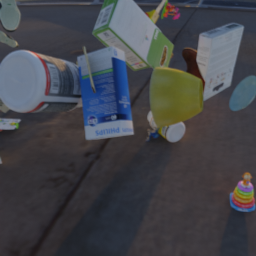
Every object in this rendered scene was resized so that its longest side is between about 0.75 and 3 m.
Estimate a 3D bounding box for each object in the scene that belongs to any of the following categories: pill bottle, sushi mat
[{"bbox_3d":[1.349,-0.143,10.347,0.812,0.812,1.486,-17,35,-25],"label":"pill bottle"},{"bbox_3d":[-0.982,-1.453,7.071,0.066,1.091,0.522,-13,-8,-2],"label":"sushi mat"},{"bbox_3d":[-2.142,-1.197,7.902,1.524,1.524,2.631,15,9,22],"label":"pill bottle"}]

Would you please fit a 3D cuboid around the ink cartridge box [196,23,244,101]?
[{"bbox_3d":[3.062,-2.273,9.678,1.827,2.247,0.641,-28,48,-32],"label":"ink cartridge box"}]

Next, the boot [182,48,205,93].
[{"bbox_3d":[2.378,-2.067,10.528,1.506,0.655,1.811,-40,89,-32],"label":"boot"}]

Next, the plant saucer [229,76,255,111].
[{"bbox_3d":[3.430,-0.965,8.186,0.222,1.152,1.152,25,30,-11],"label":"plant saucer"}]

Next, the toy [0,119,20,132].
[{"bbox_3d":[-4.885,-0.055,10.680,1.368,0.323,0.788,-1,29,1],"label":"toy"}]

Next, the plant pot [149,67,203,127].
[{"bbox_3d":[1.445,-0.888,7.887,1.224,1.725,1.725,-1,29,23],"label":"plant pot"}]

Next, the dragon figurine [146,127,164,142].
[{"bbox_3d":[0.951,0.193,9.996,0.834,0.415,0.246,-26,36,12],"label":"dragon figurine"}]

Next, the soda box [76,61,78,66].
[{"bbox_3d":[-2.705,-3.883,16.951,0.787,0.267,0.252,2,32,5],"label":"soda box"}]

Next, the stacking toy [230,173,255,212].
[{"bbox_3d":[3.027,1.601,7.263,0.616,1.061,0.582,5,32,13],"label":"stacking toy"}]

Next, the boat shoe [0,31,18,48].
[{"bbox_3d":[-4.516,-3.282,10.395,0.923,0.332,0.312,34,9,-5],"label":"boat shoe"}]

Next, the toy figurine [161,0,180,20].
[{"bbox_3d":[1.939,-5.135,12.378,0.742,0.806,0.605,19,33,8],"label":"toy figurine"}]

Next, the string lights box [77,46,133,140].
[{"bbox_3d":[-0.624,-0.875,7.538,1.172,2.281,0.673,-8,-4,29],"label":"string lights box"}]

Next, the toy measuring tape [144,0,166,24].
[{"bbox_3d":[0.859,-4.344,10.672,0.642,0.642,1.746,27,84,36],"label":"toy measuring tape"}]

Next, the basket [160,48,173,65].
[{"bbox_3d":[1.284,-3.130,11.694,0.834,0.799,1.120,55,38,4],"label":"basket"}]

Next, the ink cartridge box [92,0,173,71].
[{"bbox_3d":[0.267,-2.958,9.432,0.852,2.874,1.492,-5,62,45],"label":"ink cartridge box"}]

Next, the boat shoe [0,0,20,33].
[{"bbox_3d":[-3.449,-3.258,8.065,0.552,0.519,1.536,-3,58,-31],"label":"boat shoe"}]

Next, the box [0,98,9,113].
[{"bbox_3d":[-3.716,-1.448,9.266,0.771,0.641,1.876,38,79,29],"label":"box"}]
